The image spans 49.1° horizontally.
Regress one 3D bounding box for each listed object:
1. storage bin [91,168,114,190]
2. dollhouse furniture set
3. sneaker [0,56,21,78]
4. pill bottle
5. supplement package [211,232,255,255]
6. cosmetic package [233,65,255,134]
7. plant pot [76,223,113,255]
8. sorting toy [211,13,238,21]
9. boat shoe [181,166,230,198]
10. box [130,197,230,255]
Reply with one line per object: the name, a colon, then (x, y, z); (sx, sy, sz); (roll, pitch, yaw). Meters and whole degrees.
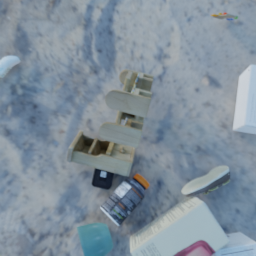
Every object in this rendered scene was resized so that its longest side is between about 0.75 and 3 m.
storage bin: (-0.783, 1.492, 9.176); (0.641, 0.445, 0.948); (12, 83, 1)
dollhouse furniture set: (-0.529, -0.260, 8.314); (1.920, 2.533, 2.890); (14, 115, 1)
sneaker: (-4.269, -2.021, 9.556); (1.390, 0.489, 0.557); (-21, 78, 6)
pill bottle: (-0.043, 2.201, 8.828); (0.850, 0.850, 1.601); (44, 74, 5)
supplement package: (3.229, 4.537, 8.408); (1.298, 1.250, 2.283); (-9, 83, -1)
cosmetic package: (4.611, -0.779, 8.994); (1.983, 1.219, 1.977); (10, 82, 3)
plant pot: (-0.994, 3.473, 8.642); (0.920, 1.147, 1.147); (-16, 84, -13)
sorting toy: (3.295, -3.837, 9.557); (1.068, 0.602, 0.146); (-4, 104, -33)
boat shoe: (2.529, 1.821, 8.959); (1.756, 0.631, 0.523); (-26, 106, -16)
box: (1.426, 3.342, 8.374); (2.504, 1.601, 1.364); (-33, 84, -3)
